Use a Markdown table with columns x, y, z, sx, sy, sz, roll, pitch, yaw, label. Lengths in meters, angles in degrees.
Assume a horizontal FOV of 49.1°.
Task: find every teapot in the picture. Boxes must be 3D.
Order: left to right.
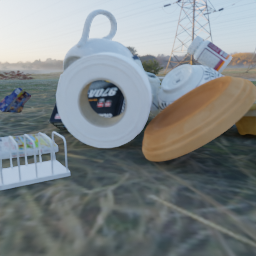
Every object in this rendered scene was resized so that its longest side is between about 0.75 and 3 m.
| x | y | z | sx | sy | sz | roll | pitch | yaw | label |
| --- | --- | --- | --- | --- | --- | --- | --- | --- | --- |
| -0.667 | -1.931 | 9.331 | 2.031 | 2.745 | 2.781 | -45 | 0 | -29 | teapot |

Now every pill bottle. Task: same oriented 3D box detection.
| x | y | z | sx | sy | sz | roll | pitch | yaw | label |
| --- | --- | --- | --- | --- | --- | --- | --- | --- | --- |
| 2.226 | -2.017 | 7.736 | 1.115 | 0.611 | 0.611 | 38 | 19 | 7 | pill bottle |

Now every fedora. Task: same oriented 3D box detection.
| x | y | z | sx | sy | sz | roll | pitch | yaw | label |
| --- | --- | --- | --- | --- | --- | --- | --- | --- | --- |
| 3.105 | -0.214 | 6.725 | 1.815 | 0.740 | 1.815 | -2 | 3 | 0 | fedora |

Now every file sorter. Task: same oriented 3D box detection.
| x | y | z | sx | sy | sz | roll | pitch | yaw | label |
| --- | --- | --- | --- | --- | --- | --- | --- | --- | --- |
| -1.458 | 0.430 | 4.184 | 0.984 | 0.612 | 0.682 | -7 | 14 | -32 | file sorter |

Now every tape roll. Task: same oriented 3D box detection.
| x | y | z | sx | sy | sz | roll | pitch | yaw | label |
| --- | --- | --- | --- | --- | --- | --- | --- | --- | --- |
| -0.462 | -0.560 | 5.606 | 1.860 | 1.860 | 0.651 | 2 | 18 | 8 | tape roll |

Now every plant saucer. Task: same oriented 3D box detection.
| x | y | z | sx | sy | sz | roll | pitch | yaw | label |
| --- | --- | --- | --- | --- | --- | --- | --- | --- | --- |
| 1.124 | -0.255 | 4.979 | 2.228 | 0.417 | 2.228 | -34 | 11 | 8 | plant saucer |

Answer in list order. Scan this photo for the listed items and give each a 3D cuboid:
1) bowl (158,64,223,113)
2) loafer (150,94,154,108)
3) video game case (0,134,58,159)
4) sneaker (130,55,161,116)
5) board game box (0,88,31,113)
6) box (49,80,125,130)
| x | y | z | sx | sy | sz | roll | pitch | yaw | label |
| --- | --- | --- | --- | --- | --- | --- | --- | --- | --- |
| 1.481 | -0.958 | 7.131 | 2.066 | 0.970 | 2.066 | -29 | 33 | 21 | bowl |
| 0.256 | -0.371 | 6.599 | 0.360 | 1.053 | 0.399 | 30 | -3 | -3 | loafer |
| -2.158 | 0.352 | 5.698 | 1.175 | 0.148 | 1.291 | -6 | 12 | -27 | video game case |
| 0.625 | -1.090 | 8.061 | 2.308 | 0.817 | 0.843 | 43 | 10 | -39 | sneaker |
| -3.421 | -0.796 | 8.582 | 0.268 | 0.867 | 0.867 | 39 | -5 | 7 | board game box |
| -0.862 | -0.780 | 7.075 | 2.078 | 1.652 | 0.478 | 1 | -25 | 31 | box |
